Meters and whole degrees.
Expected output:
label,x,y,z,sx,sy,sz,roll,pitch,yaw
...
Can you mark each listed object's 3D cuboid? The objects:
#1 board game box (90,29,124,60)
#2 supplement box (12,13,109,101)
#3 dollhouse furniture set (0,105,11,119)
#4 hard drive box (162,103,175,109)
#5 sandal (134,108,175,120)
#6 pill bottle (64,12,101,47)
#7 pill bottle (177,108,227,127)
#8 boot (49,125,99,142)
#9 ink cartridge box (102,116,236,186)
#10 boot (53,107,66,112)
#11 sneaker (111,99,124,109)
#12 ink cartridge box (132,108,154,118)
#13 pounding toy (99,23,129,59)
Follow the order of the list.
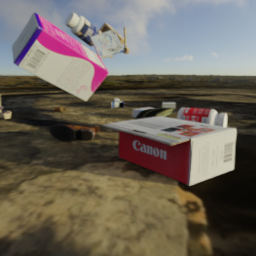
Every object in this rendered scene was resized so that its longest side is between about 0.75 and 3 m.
label,x,y,z,sx,sy,sz,roll,pitch,yaw
board game box,-0.804,-3.168,10.666,0.977,0.982,0.213,-21,-15,-10
supplement box,-2.064,-2.115,8.708,2.568,1.299,1.327,28,23,-39
dollhouse furniture set,-6.980,-1.080,13.665,1.484,1.329,1.873,9,14,40
hard drive box,2.649,-1.460,18.291,0.848,0.326,0.661,1,11,7
sandal,0.775,-0.096,10.286,1.125,0.808,2.832,2,27,38
pill bottle,-1.860,-4.049,11.516,1.422,0.789,0.789,29,-10,-39
pill bottle,2.708,-0.235,10.308,1.670,0.938,0.938,6,12,27
boot,-1.856,0.039,9.959,1.521,0.553,1.616,0,10,0
ink cartridge box,0.863,0.433,6.622,2.120,1.013,2.415,-8,14,-37
boot,-4.074,-1.100,16.439,0.651,0.321,0.838,2,11,7
sneaker,-0.600,-1.535,18.356,0.789,0.552,1.366,5,18,8
ink cartridge box,0.900,-0.778,14.484,0.723,0.426,1.256,10,14,41
pounding toy,-0.537,-3.940,12.858,1.748,1.536,0.800,47,17,12
